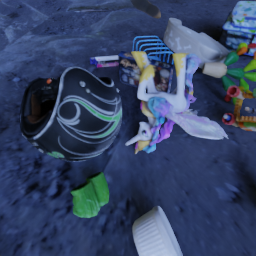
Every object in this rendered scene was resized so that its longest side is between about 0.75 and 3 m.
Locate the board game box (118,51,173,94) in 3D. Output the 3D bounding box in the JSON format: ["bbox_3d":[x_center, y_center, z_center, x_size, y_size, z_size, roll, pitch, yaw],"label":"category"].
[{"bbox_3d":[0.577,-1.845,9.634,1.846,1.251,0.319,19,57,15],"label":"board game box"}]

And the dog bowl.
[{"bbox_3d":[2.642,-3.224,11.000,2.830,0.830,2.830,23,30,-14],"label":"dog bowl"}]

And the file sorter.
[{"bbox_3d":[0.932,-2.802,11.021,1.196,1.057,1.724,-8,41,-15],"label":"file sorter"}]

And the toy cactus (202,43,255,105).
[{"bbox_3d":[3.431,-1.892,9.431,1.838,2.228,1.139,10,0,2],"label":"toy cactus"}]

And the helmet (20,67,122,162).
[{"bbox_3d":[-1.270,-0.341,7.083,2.274,2.385,2.385,21,20,-44],"label":"helmet"}]

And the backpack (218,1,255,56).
[{"bbox_3d":[5.518,-4.205,12.101,2.685,1.973,2.457,20,47,16],"label":"backpack"}]

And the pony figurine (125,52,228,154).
[{"bbox_3d":[1.198,-0.636,7.539,2.580,2.672,2.225,-4,17,-18],"label":"pony figurine"}]

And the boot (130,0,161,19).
[{"bbox_3d":[0.600,-4.205,9.702,1.311,0.483,0.495,44,18,15],"label":"boot"}]

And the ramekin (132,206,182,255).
[{"bbox_3d":[0.533,2.053,4.888,0.580,1.245,1.245,-25,41,4],"label":"ramekin"}]

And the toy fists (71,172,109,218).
[{"bbox_3d":[-0.786,1.455,5.986,0.454,0.672,1.319,-20,2,17],"label":"toy fists"}]

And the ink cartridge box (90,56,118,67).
[{"bbox_3d":[-0.954,-2.685,11.352,1.151,0.545,0.213,-4,76,-6],"label":"ink cartridge box"}]

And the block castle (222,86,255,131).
[{"bbox_3d":[3.531,-0.561,7.637,0.840,1.196,1.790,17,-7,-41],"label":"block castle"}]
